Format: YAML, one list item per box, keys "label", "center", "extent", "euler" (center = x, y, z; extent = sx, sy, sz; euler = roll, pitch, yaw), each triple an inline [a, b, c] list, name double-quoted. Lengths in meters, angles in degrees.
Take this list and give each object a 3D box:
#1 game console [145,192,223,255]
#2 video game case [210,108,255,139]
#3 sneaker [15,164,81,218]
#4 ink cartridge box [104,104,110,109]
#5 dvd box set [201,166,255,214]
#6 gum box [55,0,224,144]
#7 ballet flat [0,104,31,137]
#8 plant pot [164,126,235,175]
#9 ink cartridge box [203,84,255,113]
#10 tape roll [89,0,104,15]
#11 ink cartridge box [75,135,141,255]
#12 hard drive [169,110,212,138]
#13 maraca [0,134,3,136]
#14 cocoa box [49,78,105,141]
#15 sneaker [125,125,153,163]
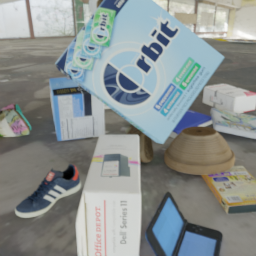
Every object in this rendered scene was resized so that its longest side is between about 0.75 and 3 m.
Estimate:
- label: "game console"
  center: [1.048, 1.911, 4.976]
  extent: [1.156, 0.801, 1.354]
  euler: [9, 25, 22]
- label: "video game case"
  center: [4.142, -0.147, 10.229]
  extent: [2.118, 0.233, 1.930]
  euler: [12, 24, 7]
- label: "sneaker"
  center: [-1.826, 1.352, 6.403]
  extent: [0.638, 0.719, 1.702]
  euler: [16, 28, 33]
- label: "ink cartridge box"
  center: [-1.222, -1.315, 12.823]
  extent: [1.129, 0.654, 1.939]
  euler: [-7, 22, -17]
- label: "dvd box set"
  center: [2.614, 1.447, 6.800]
  extent: [1.175, 0.236, 1.606]
  euler: [-3, 23, -7]
- label: "gum box"
  center: [0.288, -1.453, 6.323]
  extent: [2.878, 2.445, 0.641]
  euler: [37, -4, -5]
- label: "ballet flat"
  center: [-4.200, -0.214, 10.065]
  extent: [1.011, 0.982, 2.842]
  euler: [-29, 27, -18]
- label: "plant pot"
  center: [1.981, 0.510, 7.893]
  extent: [1.950, 0.900, 1.950]
  euler: [-4, 15, 1]
- label: "ink cartridge box"
  center: [4.561, -1.341, 12.687]
  extent: [1.410, 0.797, 1.925]
  euler: [-11, 25, -25]
- label: "tape roll"
  center: [-0.539, -3.490, 7.863]
  extent: [0.965, 0.965, 0.663]
  euler: [7, 37, 16]
- label: "ink cartridge box"
  center: [-0.240, 1.377, 5.173]
  extent: [0.925, 1.609, 2.748]
  euler: [1, 23, 1]
- label: "hard drive"
  center: [2.008, -0.209, 10.672]
  extent: [2.185, 0.277, 1.442]
  euler: [-19, 29, -38]
- label: "maraca"
  center: [-4.717, 0.132, 9.652]
  extent: [0.626, 0.489, 0.914]
  euler: [38, 17, 29]
- label: "cocoa box"
  center: [-1.941, -0.811, 10.264]
  extent: [1.655, 1.682, 2.521]
  euler: [-7, 24, -16]
- label: "sneaker"
  center: [0.279, 0.494, 8.722]
  extent: [0.823, 0.767, 2.179]
  euler: [-21, 20, 13]
